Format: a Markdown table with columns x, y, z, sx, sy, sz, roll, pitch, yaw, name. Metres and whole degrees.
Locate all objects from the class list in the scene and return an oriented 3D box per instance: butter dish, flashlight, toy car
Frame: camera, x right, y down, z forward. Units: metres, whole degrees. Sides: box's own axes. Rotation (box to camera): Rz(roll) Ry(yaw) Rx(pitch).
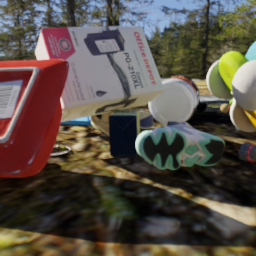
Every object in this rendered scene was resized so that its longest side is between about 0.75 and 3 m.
| x | y | z | sx | sy | sz | roll | pitch | yaw | name |
| --- | --- | --- | --- | --- | --- | --- | --- | --- | --- |
| -2.421 | 0.054 | 5.730 | 2.617 | 1.940 | 2.624 | 1 | 55 | 13 | butter dish |
| 3.085 | 0.630 | 6.087 | 1.251 | 0.425 | 0.424 | 13 | 38 | 44 | flashlight |
| 4.356 | -0.881 | 12.393 | 0.840 | 0.690 | 0.662 | 1 | 18 | 34 | toy car |
| 3.625 | -1.019 | 7.250 | 2.132 | 2.844 | 2.489 | -39 | 14 | 6 | toy car |

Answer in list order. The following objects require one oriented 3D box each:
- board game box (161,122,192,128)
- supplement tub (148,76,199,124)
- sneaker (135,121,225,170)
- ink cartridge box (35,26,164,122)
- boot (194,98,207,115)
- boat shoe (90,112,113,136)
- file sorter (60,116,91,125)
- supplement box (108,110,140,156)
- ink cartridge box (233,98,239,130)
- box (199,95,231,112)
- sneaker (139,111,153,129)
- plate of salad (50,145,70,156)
| x | y | z | sx | sy | sz | roll | pitch | yaw | name |
| --- | --- | --- | --- | --- | --- | --- | --- | --- | --- |
| 1.382 | 0.138 | 8.077 | 0.832 | 0.436 | 0.428 | -6 | 31 | -24 | board game box |
| 1.901 | -1.157 | 11.040 | 1.709 | 1.709 | 2.790 | 4 | 15 | 16 | supplement tub |
| 0.844 | 0.288 | 6.225 | 2.226 | 0.865 | 1.557 | 10 | 11 | -32 | sneaker |
| -0.739 | -1.520 | 7.564 | 2.879 | 2.084 | 1.214 | -14 | -10 | -29 | ink cartridge box |
| 2.422 | -1.040 | 12.909 | 2.000 | 0.764 | 1.681 | -1 | 8 | -32 | boot |
| -0.579 | -0.233 | 8.719 | 2.060 | 0.784 | 0.738 | 14 | 44 | 44 | boat shoe |
| -2.403 | -1.017 | 11.153 | 2.437 | 1.495 | 1.691 | 3 | 13 | 11 | file sorter |
| -0.070 | 0.097 | 7.109 | 0.675 | 1.005 | 1.004 | 1 | 12 | 6 | supplement box |
| 4.896 | -0.719 | 9.605 | 2.372 | 0.985 | 1.739 | 4 | 38 | 14 | ink cartridge box |
| 3.916 | -1.287 | 14.483 | 1.837 | 0.594 | 2.330 | -3 | 13 | -17 | box |
| 0.069 | -0.346 | 10.032 | 1.605 | 0.648 | 0.927 | -3 | 15 | -7 | sneaker |
| -1.861 | 0.530 | 7.070 | 0.784 | 0.188 | 0.784 | 0 | 13 | 0 | plate of salad |
